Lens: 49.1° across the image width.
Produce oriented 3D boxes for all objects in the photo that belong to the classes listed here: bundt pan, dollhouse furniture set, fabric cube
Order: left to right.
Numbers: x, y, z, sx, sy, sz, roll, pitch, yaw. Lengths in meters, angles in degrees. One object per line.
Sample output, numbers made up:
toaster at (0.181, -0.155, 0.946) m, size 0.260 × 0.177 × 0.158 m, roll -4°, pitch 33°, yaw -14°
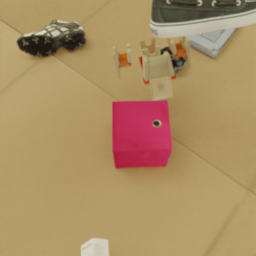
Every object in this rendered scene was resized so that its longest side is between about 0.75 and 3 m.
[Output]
fabric cube at (0.324, 0.197, 7.620) m, size 1.474 × 1.478 × 1.450 m, roll -1°, pitch 65°, yaw 0°
dollhouse furniture set at (0.623, -1.510, 6.862) m, size 1.856 × 0.956 × 1.836 m, roll -10°, pitch 31°, yaw 3°
bundt pan at (1.443, -2.255, 9.429) m, size 1.033 × 0.388 × 1.033 m, roll 0°, pitch 64°, yaw -1°

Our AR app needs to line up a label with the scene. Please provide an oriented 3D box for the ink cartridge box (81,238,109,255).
ink cartridge box at (-0.638, 2.637, 5.386) m, size 0.353 × 0.611 × 0.837 m, roll 16°, pitch 48°, yaw -27°

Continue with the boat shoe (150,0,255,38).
boat shoe at (1.620, -2.241, 5.075) m, size 2.557 × 0.724 × 0.878 m, roll -16°, pitch 38°, yaw -11°

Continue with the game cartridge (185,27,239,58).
game cartridge at (3.030, -3.570, 10.078) m, size 1.442 × 0.450 × 2.166 m, roll 33°, pitch 68°, yaw 19°

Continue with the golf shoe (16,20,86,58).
golf shoe at (-2.657, -3.135, 9.669) m, size 2.304 × 0.896 × 1.089 m, roll -11°, pitch 57°, yaw -15°
